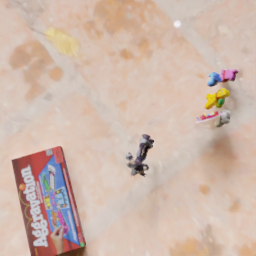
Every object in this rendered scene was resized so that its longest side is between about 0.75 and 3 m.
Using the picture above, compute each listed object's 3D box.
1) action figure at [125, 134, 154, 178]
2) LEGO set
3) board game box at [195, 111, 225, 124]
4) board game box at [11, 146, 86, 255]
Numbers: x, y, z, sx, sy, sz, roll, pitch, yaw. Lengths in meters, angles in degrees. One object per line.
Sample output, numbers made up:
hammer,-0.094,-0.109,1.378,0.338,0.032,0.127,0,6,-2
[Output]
action figure,0.324,0.764,7.299,0.762,0.406,1.171,41,63,-33
LEGO set,2.621,-0.988,7.747,0.681,0.733,1.785,18,73,-24
board game box,2.157,-0.330,7.482,0.830,0.655,0.162,-20,90,-5
board game box,-2.169,1.979,7.547,1.407,0.266,2.733,-17,78,-2
